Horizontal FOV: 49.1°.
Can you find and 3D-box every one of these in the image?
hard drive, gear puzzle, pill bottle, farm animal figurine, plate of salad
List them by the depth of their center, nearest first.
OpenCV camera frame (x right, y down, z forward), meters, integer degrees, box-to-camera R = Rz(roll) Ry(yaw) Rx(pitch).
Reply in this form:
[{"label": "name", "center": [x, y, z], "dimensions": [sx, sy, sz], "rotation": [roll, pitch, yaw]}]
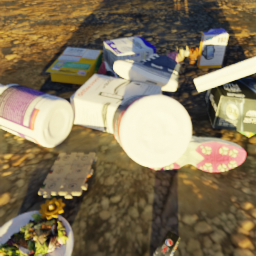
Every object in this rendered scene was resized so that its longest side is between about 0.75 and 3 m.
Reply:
[{"label": "plate of salad", "center": [-2.174, 2.558, 6.166], "dimensions": [1.897, 0.456, 1.897], "rotation": [-1, 36, 0]}, {"label": "pill bottle", "center": [0.389, -0.063, 7.033], "dimensions": [1.535, 1.535, 2.773], "rotation": [-6, 7, -8]}, {"label": "gear puzzle", "center": [-1.647, 1.518, 7.587], "dimensions": [1.284, 0.325, 2.479], "rotation": [-2, 32, 10]}, {"label": "hard drive", "center": [3.079, -1.616, 8.362], "dimensions": [2.145, 0.286, 1.415], "rotation": [-18, -4, 16]}, {"label": "pill bottle", "center": [-3.456, -0.540, 9.368], "dimensions": [2.904, 1.618, 1.618], "rotation": [19, 40, 22]}, {"label": "farm animal figurine", "center": [2.267, -3.229, 13.558], "dimensions": [2.174, 1.134, 2.150], "rotation": [-6, 24, 4]}]

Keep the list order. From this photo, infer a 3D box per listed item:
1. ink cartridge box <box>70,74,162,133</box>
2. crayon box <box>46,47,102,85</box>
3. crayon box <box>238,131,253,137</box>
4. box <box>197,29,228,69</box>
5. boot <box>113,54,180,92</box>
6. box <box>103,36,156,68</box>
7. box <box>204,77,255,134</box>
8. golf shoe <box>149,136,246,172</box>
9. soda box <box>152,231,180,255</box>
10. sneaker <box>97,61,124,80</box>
[{"label": "ink cartridge box", "center": [-0.396, -0.832, 10.128], "dimensions": [2.772, 1.169, 2.024], "rotation": [13, 39, 16]}, {"label": "crayon box", "center": [-2.444, -2.860, 13.191], "dimensions": [1.817, 0.746, 2.891], "rotation": [7, 37, 6]}, {"label": "crayon box", "center": [4.107, -0.050, 9.840], "dimensions": [0.681, 0.230, 0.789], "rotation": [-22, 42, -33]}, {"label": "box", "center": [4.078, -3.845, 13.553], "dimensions": [1.157, 1.943, 0.403], "rotation": [-3, 37, -4]}, {"label": "boot", "center": [0.733, -2.273, 10.486], "dimensions": [2.526, 0.919, 1.141], "rotation": [18, 74, -18]}, {"label": "box", "center": [0.055, -3.683, 14.051], "dimensions": [2.082, 1.092, 1.915], "rotation": [-15, 40, -20]}, {"label": "box", "center": [4.269, -0.845, 9.746], "dimensions": [2.773, 1.194, 2.271], "rotation": [8, 31, 3]}, {"label": "golf shoe", "center": [1.933, 0.559, 8.381], "dimensions": [2.938, 1.106, 1.344], "rotation": [3, 33, 2]}, {"label": "soda box", "center": [0.798, 2.702, 6.110], "dimensions": [0.316, 0.283, 0.894], "rotation": [24, 43, 27]}, {"label": "sneaker", "center": [-0.807, -2.269, 12.517], "dimensions": [0.795, 0.859, 2.130], "rotation": [14, 27, -32]}]
